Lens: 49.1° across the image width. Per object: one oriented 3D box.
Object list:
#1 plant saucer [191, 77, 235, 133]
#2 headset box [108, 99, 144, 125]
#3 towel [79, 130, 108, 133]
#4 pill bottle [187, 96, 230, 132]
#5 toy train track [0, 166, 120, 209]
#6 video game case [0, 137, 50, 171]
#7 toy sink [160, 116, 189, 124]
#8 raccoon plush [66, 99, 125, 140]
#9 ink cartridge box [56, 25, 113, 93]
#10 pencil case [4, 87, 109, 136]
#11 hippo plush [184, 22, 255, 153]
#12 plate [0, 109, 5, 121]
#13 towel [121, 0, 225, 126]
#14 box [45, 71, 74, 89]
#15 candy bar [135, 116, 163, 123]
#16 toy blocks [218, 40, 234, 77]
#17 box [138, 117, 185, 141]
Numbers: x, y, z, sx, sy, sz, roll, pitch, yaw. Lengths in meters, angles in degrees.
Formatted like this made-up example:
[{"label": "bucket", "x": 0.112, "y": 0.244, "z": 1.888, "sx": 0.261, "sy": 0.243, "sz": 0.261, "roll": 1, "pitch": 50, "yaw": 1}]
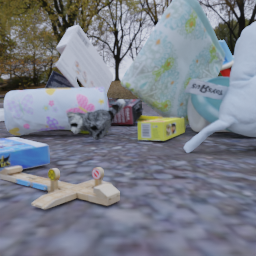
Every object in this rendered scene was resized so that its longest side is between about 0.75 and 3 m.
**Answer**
[{"label": "plant saucer", "x": 2.616, "y": -0.678, "z": 6.917, "sx": 2.091, "sy": 0.287, "sz": 2.091, "roll": 3, "pitch": 45, "yaw": -3}, {"label": "headset box", "x": -0.314, "y": -0.551, "z": 9.529, "sx": 1.663, "sy": 0.624, "sz": 1.236, "roll": -1, "pitch": 16, "yaw": 17}, {"label": "towel", "x": -1.348, "y": -0.027, "z": 8.030, "sx": 0.781, "sy": 0.164, "sz": 1.816, "roll": -2, "pitch": 6, "yaw": -34}, {"label": "pill bottle", "x": 2.690, "y": -0.458, "z": 7.483, "sx": 1.956, "sy": 1.118, "sz": 1.118, "roll": -1, "pitch": 6, "yaw": -11}, {"label": "toy train track", "x": -0.774, "y": 0.499, "z": 2.866, "sx": 1.564, "sy": 0.254, "sz": 0.897, "roll": 3, "pitch": 5, "yaw": 33}, {"label": "video game case", "x": -1.905, "y": 0.377, "z": 3.743, "sx": 1.276, "sy": 0.290, "sz": 1.156, "roll": -8, "pitch": 9, "yaw": -43}, {"label": "toy sink", "x": 2.278, "y": -0.867, "z": 10.189, "sx": 2.097, "sy": 1.367, "sz": 1.175, "roll": -5, "pitch": 7, "yaw": -29}, {"label": "raccoon plush", "x": -0.710, "y": -0.276, "z": 5.871, "sx": 0.791, "sy": 0.571, "sz": 1.180, "roll": 33, "pitch": 55, "yaw": 16}, {"label": "ink cartridge box", "x": -1.622, "y": -2.011, "z": 10.153, "sx": 0.566, "sy": 2.229, "sz": 2.530, "roll": -8, "pitch": -42, "yaw": 30}, {"label": "pencil case", "x": -1.653, "y": -0.388, "z": 6.683, "sx": 2.433, "sy": 1.104, "sz": 1.011, "roll": -4, "pitch": 13, "yaw": -3}, {"label": "hippo plush", "x": 2.669, "y": -0.643, "z": 4.237, "sx": 2.819, "sy": 2.245, "sz": 2.266, "roll": -2, "pitch": 6, "yaw": -23}, {"label": "plate", "x": -5.482, "y": -0.559, "z": 11.798, "sx": 2.463, "sy": 0.398, "sz": 2.458, "roll": 3, "pitch": 8, "yaw": 23}, {"label": "towel", "x": 1.393, "y": -1.542, "z": 7.401, "sx": 0.717, "sy": 2.548, "sz": 2.977, "roll": 31, "pitch": 0, "yaw": 41}, {"label": "box", "x": -2.635, "y": -1.186, "z": 10.394, "sx": 0.969, "sy": 1.560, "sz": 1.573, "roll": 27, "pitch": 4, "yaw": -13}, {"label": "candy bar", "x": 0.582, "y": -0.279, "z": 9.845, "sx": 2.185, "sy": 0.242, "sz": 0.545, "roll": 5, "pitch": 16, "yaw": 40}, {"label": "toy blocks", "x": 3.485, "y": -1.859, "z": 11.011, "sx": 2.308, "sy": 2.769, "sz": 1.005, "roll": -14, "pitch": 23, "yaw": 44}, {"label": "box", "x": 0.833, "y": -0.004, "z": 6.566, "sx": 0.634, "sy": 0.422, "sz": 1.684, "roll": 1, "pitch": 6, "yaw": 28}]
